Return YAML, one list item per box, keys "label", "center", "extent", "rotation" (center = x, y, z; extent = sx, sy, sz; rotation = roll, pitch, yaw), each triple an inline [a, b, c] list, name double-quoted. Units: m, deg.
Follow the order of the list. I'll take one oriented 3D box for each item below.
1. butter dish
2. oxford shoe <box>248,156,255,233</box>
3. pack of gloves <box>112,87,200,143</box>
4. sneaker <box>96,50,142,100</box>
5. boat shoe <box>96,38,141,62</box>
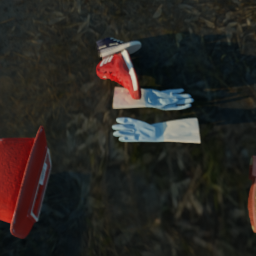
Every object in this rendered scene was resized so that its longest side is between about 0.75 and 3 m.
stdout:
- label: "butter dish"
  center: [-2.213, 0.948, 5.075]
  extent: [1.341, 1.814, 1.809]
  rotation: [12, 65, -7]
- label: "oxford shoe"
  center: [2.826, 1.371, 5.794]
  extent: [0.586, 0.552, 1.567]
  rotation: [5, 77, 15]
- label: "pack of gloves"
  center: [0.832, -0.349, 9.114]
  extent: [2.693, 0.531, 2.262]
  rotation: [1, 51, 2]
- label: "sneaker"
  center: [-0.337, -1.628, 9.446]
  extent: [1.252, 0.849, 2.167]
  rotation: [-18, 50, 2]
- label: "boat shoe"
  center: [-0.387, -2.990, 10.089]
  extent: [1.599, 0.597, 0.742]
  rotation: [-19, 75, -7]
